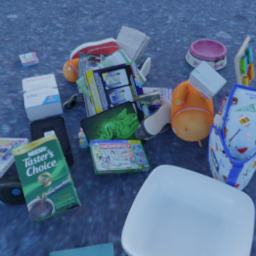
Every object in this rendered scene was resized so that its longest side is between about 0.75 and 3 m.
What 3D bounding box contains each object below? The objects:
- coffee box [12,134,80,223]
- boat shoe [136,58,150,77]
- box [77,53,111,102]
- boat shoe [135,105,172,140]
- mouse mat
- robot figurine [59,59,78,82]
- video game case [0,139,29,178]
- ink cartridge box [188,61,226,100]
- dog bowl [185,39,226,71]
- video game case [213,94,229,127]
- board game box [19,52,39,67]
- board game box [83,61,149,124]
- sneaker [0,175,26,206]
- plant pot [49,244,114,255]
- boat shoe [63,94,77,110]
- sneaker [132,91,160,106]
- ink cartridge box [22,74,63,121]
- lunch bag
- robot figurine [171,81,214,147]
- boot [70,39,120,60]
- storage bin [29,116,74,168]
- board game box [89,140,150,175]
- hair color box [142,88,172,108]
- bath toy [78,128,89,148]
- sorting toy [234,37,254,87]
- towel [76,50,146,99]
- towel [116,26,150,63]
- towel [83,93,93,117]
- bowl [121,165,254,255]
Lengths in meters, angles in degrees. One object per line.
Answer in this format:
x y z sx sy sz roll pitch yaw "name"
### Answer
-2.365 1.402 8.007 1.369 0.490 2.227 -20 68 -8 "coffee box"
0.509 -2.521 12.685 0.581 0.712 1.926 12 56 20 "boat shoe"
-1.268 -2.104 11.758 1.691 0.534 2.145 1 66 -8 "box"
1.098 -0.231 10.237 2.538 0.723 0.849 -27 86 -51 "boat shoe"
-0.460 0.142 9.748 2.069 0.078 1.665 -25 95 -23 "mouse mat"
-2.233 -2.637 12.636 1.595 1.147 0.930 -29 9 -24 "robot figurine"
-4.411 0.994 9.182 1.866 0.221 1.698 -1 41 29 "video game case"
2.444 -1.455 8.799 0.951 1.311 0.549 44 95 7 "ink cartridge box"
3.860 -3.612 13.697 2.017 0.744 2.017 0 46 0 "dog bowl"
4.406 -0.180 10.481 2.271 0.407 2.058 21 56 20 "video game case"
-4.890 -3.375 13.824 0.797 0.223 0.781 -19 48 -17 "board game box"
-0.403 -1.077 10.345 1.959 0.672 2.370 -15 91 -13 "board game box"
-3.034 1.724 8.613 2.264 0.829 0.927 -6 32 -15 "sneaker"
-0.899 3.837 6.121 1.399 1.400 1.981 -6 53 -6 "plant pot"
-2.262 -1.063 11.499 0.284 0.332 0.907 22 50 23 "boat shoe"
0.703 -1.000 10.098 1.070 0.480 0.359 -17 11 -20 "sneaker"
-3.500 -1.276 11.395 1.335 0.783 1.823 -13 47 -12 "ink cartridge box"
3.311 0.456 8.441 1.681 2.308 2.715 15 59 20 "lunch bag"
2.241 -0.613 9.942 1.484 1.830 2.544 5 53 2 "robot figurine"
-1.399 -3.211 13.039 2.452 0.888 1.769 -21 51 -9 "boot"
-2.622 0.550 9.608 1.204 0.835 1.781 -13 48 -12 "storage bin"
-0.291 0.938 9.213 1.799 0.262 1.211 0 47 -22 "board game box"
1.086 -1.227 11.396 1.323 0.429 0.723 2 81 4 "hair color box"
-1.481 0.168 9.996 0.553 0.470 1.272 19 34 -14 "bath toy"
4.471 -2.194 10.660 0.366 2.006 1.856 7 40 33 "sorting toy"
-0.639 -1.809 10.822 2.270 0.348 1.694 -38 86 -11 "towel"
0.020 -4.046 13.587 2.224 0.383 1.474 39 101 44 "towel"
-0.581 -0.853 10.963 2.107 0.240 1.518 -10 77 -9 "towel"
1.553 2.645 7.385 2.970 1.110 2.975 19 50 17 "bowl"
